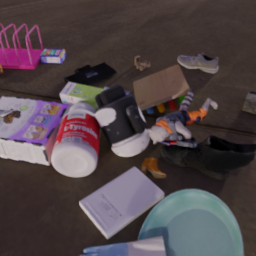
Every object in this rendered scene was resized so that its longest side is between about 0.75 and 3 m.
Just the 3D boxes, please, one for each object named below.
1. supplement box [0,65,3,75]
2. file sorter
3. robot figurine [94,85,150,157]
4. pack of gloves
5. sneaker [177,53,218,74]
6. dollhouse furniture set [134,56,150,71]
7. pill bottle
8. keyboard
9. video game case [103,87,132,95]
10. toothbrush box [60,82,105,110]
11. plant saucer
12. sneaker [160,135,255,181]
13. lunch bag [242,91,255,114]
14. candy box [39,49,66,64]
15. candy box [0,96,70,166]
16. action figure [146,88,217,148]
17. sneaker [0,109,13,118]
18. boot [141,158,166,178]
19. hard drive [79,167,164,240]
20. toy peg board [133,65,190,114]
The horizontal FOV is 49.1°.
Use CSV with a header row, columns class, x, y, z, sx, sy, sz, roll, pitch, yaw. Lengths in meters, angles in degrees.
class,x,y,z,sx,sy,sz,roll,pitch,yaw
supplement box,-7.460,-2.955,14.344,1.355,0.900,1.336,3,40,4
file sorter,-6.535,-4.634,15.584,2.986,1.873,2.075,3,40,3
robot figurine,-0.199,-0.216,9.955,1.567,2.511,1.886,-24,5,14
pack of gloves,-0.234,3.590,6.614,2.418,0.477,2.031,-11,38,4
sneaker,3.823,-3.711,15.221,2.263,0.928,0.846,16,43,19
dollhouse furniture set,0.723,-3.587,15.419,0.693,0.491,0.755,-31,49,-31
pill bottle,-1.761,0.315,10.015,1.490,1.490,2.655,0,41,-1
keyboard,-2.022,-2.756,14.588,2.614,0.335,1.569,-29,55,-31
video game case,-0.640,-1.557,13.296,1.415,0.134,1.011,12,42,12
toothbrush box,-1.664,-0.958,11.535,1.911,1.391,0.823,14,51,15
plant saucer,1.401,2.937,6.613,2.951,0.530,2.951,-32,39,31
sneaker,2.557,0.774,9.414,2.989,1.559,0.897,20,43,21
lunch bag,5.744,-1.151,12.360,1.033,0.741,1.260,21,38,23
candy box,-4.306,-4.106,16.050,1.211,0.466,1.024,3,39,2
candy box,-3.979,0.011,10.710,2.943,1.053,2.469,8,41,8
action figure,1.565,-0.300,10.270,2.713,1.419,2.624,9,35,45
sneaker,-4.621,-0.551,10.129,0.929,0.396,0.358,-31,6,-35
boot,0.933,1.347,9.675,0.938,0.330,0.672,9,46,20
hard drive,-0.182,2.220,8.682,2.216,0.291,1.461,-28,47,-29
toy peg board,1.541,-1.486,12.534,2.258,1.109,2.267,-20,36,11
